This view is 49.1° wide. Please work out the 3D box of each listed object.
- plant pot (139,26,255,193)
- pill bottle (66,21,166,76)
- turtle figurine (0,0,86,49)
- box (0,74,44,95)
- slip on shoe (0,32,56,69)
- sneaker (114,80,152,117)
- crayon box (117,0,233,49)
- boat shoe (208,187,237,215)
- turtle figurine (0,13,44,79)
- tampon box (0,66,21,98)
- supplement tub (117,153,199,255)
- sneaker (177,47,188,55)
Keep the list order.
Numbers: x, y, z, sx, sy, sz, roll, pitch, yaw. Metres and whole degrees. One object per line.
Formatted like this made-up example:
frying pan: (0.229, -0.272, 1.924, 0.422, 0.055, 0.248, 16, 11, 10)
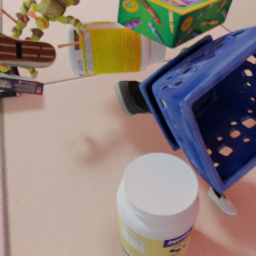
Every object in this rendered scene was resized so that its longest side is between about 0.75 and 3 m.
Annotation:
plant pot: (1.696, -0.516, 5.680, 2.296, 2.296, 2.064, -37, 30, -9)
pill bottle: (-0.368, -2.528, 8.846, 2.948, 1.610, 1.610, -4, 44, -5)
turtle figurine: (-2.100, -3.428, 7.768, 2.578, 0.830, 2.079, 22, 66, 12)
box: (-2.768, -1.011, 6.116, 1.621, 0.281, 0.892, 4, 13, -34)
slip on shoe: (-2.515, -1.624, 5.933, 1.892, 0.573, 0.719, 0, 83, -25)
sneaker: (0.630, -0.882, 6.797, 1.272, 0.896, 2.395, -19, -5, 23)
crayon box: (1.018, -2.437, 5.689, 1.345, 0.660, 2.265, 34, 47, 24)
boat shoe: (2.490, 1.901, 7.384, 0.332, 0.295, 0.902, -31, 52, -28)
turtle figurine: (-3.406, -2.410, 8.216, 0.770, 2.390, 1.928, -1, 61, 50)
tampon box: (-4.953, -1.829, 10.600, 1.511, 1.133, 0.954, -8, 45, -8)
supplement tub: (0.597, 1.819, 6.019, 1.677, 2.306, 1.677, 0, 44, 0)
sneaker: (2.369, -2.750, 11.774, 2.729, 0.974, 1.090, -26, 42, -28)
